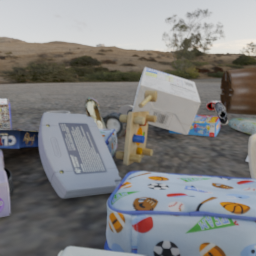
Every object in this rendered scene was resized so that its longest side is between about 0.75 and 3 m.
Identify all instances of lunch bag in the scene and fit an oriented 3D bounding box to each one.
[{"bbox_3d":[-1.190,0.505,8.035,1.572,0.741,1.962,0,11,10],"label":"lunch bag"},{"bbox_3d":[1.044,1.254,4.009,2.544,0.961,2.038,4,6,13],"label":"lunch bag"}]

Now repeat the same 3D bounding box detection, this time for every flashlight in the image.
[{"bbox_3d":[-0.074,-0.334,11.403,0.954,0.950,2.806,0,13,21],"label":"flashlight"}]

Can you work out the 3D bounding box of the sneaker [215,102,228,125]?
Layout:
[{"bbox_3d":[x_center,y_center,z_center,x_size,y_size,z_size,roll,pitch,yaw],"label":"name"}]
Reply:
[{"bbox_3d":[3.345,-0.599,10.040,0.346,0.917,0.522,-17,-24,13],"label":"sneaker"}]

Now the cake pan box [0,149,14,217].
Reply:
[{"bbox_3d":[-3.633,1.099,5.254,2.722,0.712,2.507,-6,14,-27],"label":"cake pan box"}]

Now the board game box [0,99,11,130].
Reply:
[{"bbox_3d":[-5.788,-0.313,10.422,2.630,1.274,2.097,-5,13,-21],"label":"board game box"}]

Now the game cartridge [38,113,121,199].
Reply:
[{"bbox_3d":[-1.134,0.514,6.022,1.444,0.450,2.169,-2,45,-29],"label":"game cartridge"}]

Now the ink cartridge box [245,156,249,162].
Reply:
[{"bbox_3d":[4.142,0.675,7.574,1.677,0.569,0.965,7,14,28],"label":"ink cartridge box"}]

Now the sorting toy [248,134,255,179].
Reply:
[{"bbox_3d":[3.630,1.045,4.690,2.223,1.319,2.469,5,10,-12],"label":"sorting toy"}]

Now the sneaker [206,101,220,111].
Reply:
[{"bbox_3d":[5.574,-1.277,16.451,1.916,0.640,1.027,6,14,41],"label":"sneaker"}]

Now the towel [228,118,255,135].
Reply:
[{"bbox_3d":[5.368,-0.071,11.220,2.010,0.484,1.720,-4,12,-18],"label":"towel"}]

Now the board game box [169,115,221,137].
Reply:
[{"bbox_3d":[2.771,-0.140,11.439,1.786,0.510,1.824,5,13,23],"label":"board game box"}]

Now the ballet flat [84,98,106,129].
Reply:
[{"bbox_3d":[-1.160,-0.291,9.613,0.575,1.599,0.575,-16,-7,-2],"label":"ballet flat"}]

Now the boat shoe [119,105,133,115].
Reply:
[{"bbox_3d":[0.653,-0.627,13.444,2.093,0.781,0.970,17,13,33],"label":"boat shoe"}]

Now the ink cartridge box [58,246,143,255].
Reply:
[{"bbox_3d":[0.246,1.735,1.977,2.073,0.861,1.520,3,13,11],"label":"ink cartridge box"}]

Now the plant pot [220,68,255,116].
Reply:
[{"bbox_3d":[4.999,-1.463,11.146,2.267,2.290,2.290,0,12,4],"label":"plant pot"}]

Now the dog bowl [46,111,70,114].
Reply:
[{"bbox_3d":[-3.447,-0.575,13.772,1.329,0.390,1.329,1,12,0],"label":"dog bowl"}]

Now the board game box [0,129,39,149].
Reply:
[{"bbox_3d":[-3.317,0.313,7.901,1.814,0.463,2.677,1,-3,5],"label":"board game box"}]

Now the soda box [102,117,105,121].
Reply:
[{"bbox_3d":[-1.553,-0.199,11.454,1.538,0.544,0.487,1,4,-8],"label":"soda box"}]

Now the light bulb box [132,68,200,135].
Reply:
[{"bbox_3d":[1.341,-1.055,10.311,2.133,1.343,2.152,17,28,-1],"label":"light bulb box"}]

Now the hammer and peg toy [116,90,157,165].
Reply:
[{"bbox_3d":[0.233,-0.053,7.146,0.651,1.846,1.357,9,9,22],"label":"hammer and peg toy"}]
